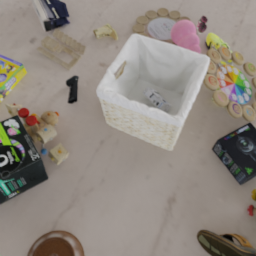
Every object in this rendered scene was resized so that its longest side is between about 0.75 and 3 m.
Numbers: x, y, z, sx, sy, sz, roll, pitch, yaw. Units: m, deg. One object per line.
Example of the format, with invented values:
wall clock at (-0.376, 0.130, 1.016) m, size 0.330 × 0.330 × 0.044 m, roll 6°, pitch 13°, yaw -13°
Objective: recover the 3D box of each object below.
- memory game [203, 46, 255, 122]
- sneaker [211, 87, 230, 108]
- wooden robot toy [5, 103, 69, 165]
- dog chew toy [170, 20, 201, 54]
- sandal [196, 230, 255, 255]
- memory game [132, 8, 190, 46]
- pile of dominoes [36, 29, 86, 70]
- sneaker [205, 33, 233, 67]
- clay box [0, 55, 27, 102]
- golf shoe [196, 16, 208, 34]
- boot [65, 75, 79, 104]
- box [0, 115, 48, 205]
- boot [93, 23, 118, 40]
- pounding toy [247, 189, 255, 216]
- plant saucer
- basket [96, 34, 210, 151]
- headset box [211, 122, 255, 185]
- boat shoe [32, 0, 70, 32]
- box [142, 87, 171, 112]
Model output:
memory game at (3.642, -1.539, 9.438) m, size 2.908 × 0.185 × 2.908 m, roll 11°, pitch 64°, yaw -23°
sneaker at (3.503, -1.458, 9.937) m, size 0.607 × 0.599 × 1.588 m, roll 28°, pitch 62°, yaw 14°
wooden robot toy at (-2.667, -0.161, 8.967) m, size 2.720 × 1.198 × 1.234 m, roll 40°, pitch 57°, yaw 20°
dog chew toy at (2.258, -3.300, 10.675) m, size 0.973 × 0.973 × 1.563 m, roll -20°, pitch 77°, yaw -11°
sandal at (2.877, 3.093, 7.207) m, size 2.261 × 0.924 × 0.617 m, roll 15°, pitch 45°, yaw 10°
memory game at (1.488, -4.082, 11.684) m, size 2.639 × 0.168 × 2.639 m, roll 0°, pitch 60°, yaw 0°
pile of dominoes at (-2.617, -3.097, 11.166) m, size 1.739 × 0.277 × 1.356 m, roll 33°, pitch 65°, yaw 8°
sneaker at (3.588, -3.099, 10.813) m, size 0.695 × 0.704 × 1.843 m, roll -18°, pitch 60°, yaw -8°
clay box at (-4.938, -1.563, 10.013) m, size 1.346 × 0.558 × 2.344 m, roll 23°, pitch 62°, yaw 14°
golf shoe at (3.009, -4.165, 11.572) m, size 0.367 × 0.465 × 1.010 m, roll 30°, pitch 55°, yaw -11°
boot at (-1.993, -1.272, 9.832) m, size 0.308 × 0.773 × 0.938 m, roll 9°, pitch 71°, yaw -31°
box at (-3.757, 1.073, 7.867) m, size 2.342 × 1.456 × 1.739 m, roll -27°, pitch 64°, yaw -21°
boot at (-0.922, -3.806, 11.412) m, size 0.773 × 0.362 × 0.994 m, roll -28°, pitch 63°, yaw -15°
pounding toy at (3.634, 1.986, 7.694) m, size 0.663 × 1.429 × 1.103 m, roll 1°, pitch 42°, yaw 31°
plant saucer at (-1.934, 3.472, 7.306) m, size 1.567 × 0.287 × 1.567 m, roll 0°, pitch 61°, yaw 1°
basket at (0.755, -1.080, 8.834) m, size 2.649 × 2.130 × 2.625 m, roll 22°, pitch 63°, yaw 11°
headset box at (3.619, 0.822, 8.569) m, size 1.327 × 0.707 × 1.524 m, roll -25°, pitch 63°, yaw -14°
boat shoe at (-3.370, -5.259, 11.988) m, size 1.208 × 0.972 × 2.604 m, roll -20°, pitch 71°, yaw -16°
box at (0.964, -0.958, 9.400) m, size 0.931 × 0.543 × 0.280 m, roll 48°, pitch 113°, yaw 29°
